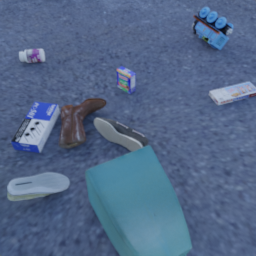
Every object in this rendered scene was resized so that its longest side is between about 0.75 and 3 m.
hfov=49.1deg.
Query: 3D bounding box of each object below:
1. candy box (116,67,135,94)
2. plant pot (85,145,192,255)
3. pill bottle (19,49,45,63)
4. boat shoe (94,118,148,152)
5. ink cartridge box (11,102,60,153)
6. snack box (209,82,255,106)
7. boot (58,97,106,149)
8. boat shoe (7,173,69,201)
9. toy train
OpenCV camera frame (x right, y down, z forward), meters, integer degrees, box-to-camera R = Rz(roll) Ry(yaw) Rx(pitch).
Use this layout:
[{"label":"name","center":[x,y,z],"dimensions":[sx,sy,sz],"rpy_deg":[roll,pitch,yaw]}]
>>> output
[{"label":"candy box","center":[-0.093,-2.230,13.163],"dimensions":[0.872,1.032,0.397],"rpy_deg":[33,55,28]},{"label":"plant pot","center":[0.332,2.527,8.023],"dimensions":[2.090,2.092,2.959],"rpy_deg":[-20,57,-18]},{"label":"pill bottle","center":[-5.128,-3.832,14.943],"dimensions":[1.223,0.686,0.686],"rpy_deg":[-5,46,-4]},{"label":"boat shoe","center":[-0.282,0.215,11.081],"dimensions":[2.361,0.789,0.673],"rpy_deg":[30,40,20]},{"label":"ink cartridge box","center":[-3.722,-0.086,11.462],"dimensions":[1.094,0.514,2.327],"rpy_deg":[7,47,6]},{"label":"snack box","center":[4.961,-1.624,13.111],"dimensions":[2.215,0.269,0.796],"rpy_deg":[-14,48,-13]},{"label":"boot","center":[-1.794,-0.184,11.407],"dimensions":[2.102,0.724,2.255],"rpy_deg":[-16,44,3]},{"label":"boat shoe","center":[-2.956,1.951,9.262],"dimensions":[2.015,0.625,0.726],"rpy_deg":[2,43,-35]},{"label":"toy train","center":[4.727,-5.749,16.097],"dimensions":[1.203,1.585,2.775],"rpy_deg":[14,31,-42]}]
